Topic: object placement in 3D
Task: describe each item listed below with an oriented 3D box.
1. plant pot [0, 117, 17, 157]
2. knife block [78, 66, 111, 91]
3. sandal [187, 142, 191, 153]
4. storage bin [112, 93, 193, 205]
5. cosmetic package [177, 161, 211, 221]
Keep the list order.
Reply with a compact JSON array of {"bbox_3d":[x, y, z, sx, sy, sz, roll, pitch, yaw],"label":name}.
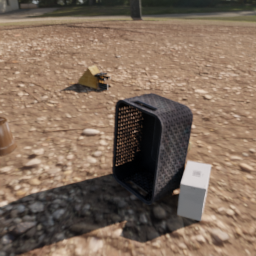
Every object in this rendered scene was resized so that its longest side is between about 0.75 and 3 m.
[{"bbox_3d":[-4.643,0.279,9.993,1.134,1.123,1.134,1,28,0],"label":"plant pot"},{"bbox_3d":[-1.874,-2.618,16.258,0.631,1.732,1.973,-29,-6,-45],"label":"knife block"},{"bbox_3d":[1.715,0.534,9.462,0.853,0.951,2.594,-17,18,24],"label":"sandal"},{"bbox_3d":[0.595,0.524,7.803,1.230,2.624,1.774,-18,32,-38],"label":"storage bin"},{"bbox_3d":[1.747,1.644,7.420,0.656,1.068,1.064,9,29,19],"label":"cosmetic package"}]
